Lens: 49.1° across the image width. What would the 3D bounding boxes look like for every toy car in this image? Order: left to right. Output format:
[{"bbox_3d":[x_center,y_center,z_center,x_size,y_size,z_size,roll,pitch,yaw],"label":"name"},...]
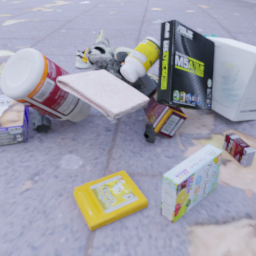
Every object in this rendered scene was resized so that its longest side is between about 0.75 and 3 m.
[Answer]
[{"bbox_3d":[-0.938,-2.856,11.343,2.432,0.809,1.193,21,7,15],"label":"toy car"}]

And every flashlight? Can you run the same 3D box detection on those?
[{"bbox_3d":[-3.113,-0.691,10.135,0.675,0.678,1.995,-32,52,12],"label":"flashlight"}]

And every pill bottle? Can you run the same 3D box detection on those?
[{"bbox_3d":[-2.548,-1.232,9.380,1.651,2.923,1.651,-10,69,25],"label":"pill bottle"},{"bbox_3d":[0.414,-2.132,8.854,0.781,0.781,1.388,30,73,38],"label":"pill bottle"}]

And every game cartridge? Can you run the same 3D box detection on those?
[{"bbox_3d":[-0.492,1.776,7.166,1.560,0.253,1.375,-15,36,-24],"label":"game cartridge"},{"bbox_3d":[0.359,-1.671,10.447,0.331,1.062,1.595,-53,22,-20],"label":"game cartridge"}]

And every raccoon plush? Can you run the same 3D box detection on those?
[{"bbox_3d":[-0.624,-1.893,10.384,1.372,2.836,1.900,-24,62,5],"label":"raccoon plush"}]

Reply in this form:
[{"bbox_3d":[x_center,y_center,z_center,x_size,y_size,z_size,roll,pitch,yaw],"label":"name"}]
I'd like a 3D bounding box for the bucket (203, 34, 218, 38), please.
[{"bbox_3d":[3.122,-3.011,12.670,2.475,1.610,2.475,-20,25,10],"label":"bucket"}]

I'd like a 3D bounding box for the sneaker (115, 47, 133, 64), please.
[{"bbox_3d":[0.179,-2.336,9.444,1.297,0.549,0.483,2,-11,-16],"label":"sneaker"}]

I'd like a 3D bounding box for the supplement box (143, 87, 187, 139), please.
[{"bbox_3d":[1.244,-0.558,9.904,0.748,0.964,1.748,23,25,-26],"label":"supplement box"}]

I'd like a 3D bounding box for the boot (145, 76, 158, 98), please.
[{"bbox_3d":[0.283,-1.876,12.295,2.264,0.817,1.710,31,42,29],"label":"boot"}]

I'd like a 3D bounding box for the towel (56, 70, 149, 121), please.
[{"bbox_3d":[-0.630,-1.007,7.914,1.984,0.335,2.077,35,29,18],"label":"towel"}]

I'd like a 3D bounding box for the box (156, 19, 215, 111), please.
[{"bbox_3d":[1.995,-1.911,9.306,0.624,2.536,2.626,6,1,44],"label":"box"}]

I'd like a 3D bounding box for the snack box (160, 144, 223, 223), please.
[{"bbox_3d":[1.572,1.335,6.897,1.788,1.272,0.474,-26,40,-35],"label":"snack box"}]

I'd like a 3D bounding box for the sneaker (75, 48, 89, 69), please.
[{"bbox_3d":[-1.767,-3.913,15.336,2.365,0.946,0.872,-20,37,-31],"label":"sneaker"}]

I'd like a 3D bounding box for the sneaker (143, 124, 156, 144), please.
[{"bbox_3d":[0.665,0.160,9.240,0.357,0.299,0.787,7,44,-22],"label":"sneaker"}]

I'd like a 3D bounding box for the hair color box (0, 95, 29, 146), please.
[{"bbox_3d":[-4.301,-0.354,9.971,1.343,0.796,2.456,-8,35,-13],"label":"hair color box"}]

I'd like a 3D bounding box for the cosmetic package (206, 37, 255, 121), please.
[{"bbox_3d":[3.884,-1.893,10.542,1.510,2.457,2.449,-5,30,-33],"label":"cosmetic package"}]

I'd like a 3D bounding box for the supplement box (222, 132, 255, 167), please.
[{"bbox_3d":[3.382,0.653,8.604,0.317,0.567,1.042,-11,34,-17],"label":"supplement box"}]

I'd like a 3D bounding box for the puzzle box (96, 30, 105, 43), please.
[{"bbox_3d":[-1.130,-3.396,11.013,0.110,0.867,0.577,12,5,-25],"label":"puzzle box"}]
